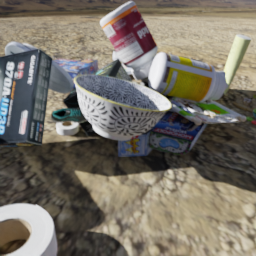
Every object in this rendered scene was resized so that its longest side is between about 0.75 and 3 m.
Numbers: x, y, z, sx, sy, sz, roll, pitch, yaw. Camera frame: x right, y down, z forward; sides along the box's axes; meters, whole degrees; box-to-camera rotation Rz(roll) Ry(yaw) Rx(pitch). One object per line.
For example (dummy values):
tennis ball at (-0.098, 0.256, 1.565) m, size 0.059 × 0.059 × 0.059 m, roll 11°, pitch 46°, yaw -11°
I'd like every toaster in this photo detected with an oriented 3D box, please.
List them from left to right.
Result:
toaster at (1.127, -1.337, 11.133) m, size 0.866 × 1.319 × 1.459 m, roll -19°, pitch 42°, yaw -30°

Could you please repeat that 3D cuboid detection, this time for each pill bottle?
pill bottle at (0.207, -3.204, 10.574) m, size 1.475 × 2.584 × 1.475 m, roll -29°, pitch 18°, yaw 10°
pill bottle at (2.077, -1.696, 9.827) m, size 2.509 × 1.371 × 1.371 m, roll 11°, pitch 25°, yaw -13°

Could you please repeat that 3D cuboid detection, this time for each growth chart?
growth chart at (2.519, -0.616, 9.489) m, size 2.970 × 0.263 × 2.149 m, roll -3°, pitch 28°, yaw -38°

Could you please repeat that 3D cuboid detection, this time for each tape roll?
tape roll at (-2.211, 2.227, 5.269) m, size 1.700 × 0.595 × 1.700 m, roll 0°, pitch 27°, yaw 0°
tape roll at (-2.139, -0.025, 9.897) m, size 0.772 × 0.270 × 0.772 m, roll 2°, pitch 29°, yaw -1°

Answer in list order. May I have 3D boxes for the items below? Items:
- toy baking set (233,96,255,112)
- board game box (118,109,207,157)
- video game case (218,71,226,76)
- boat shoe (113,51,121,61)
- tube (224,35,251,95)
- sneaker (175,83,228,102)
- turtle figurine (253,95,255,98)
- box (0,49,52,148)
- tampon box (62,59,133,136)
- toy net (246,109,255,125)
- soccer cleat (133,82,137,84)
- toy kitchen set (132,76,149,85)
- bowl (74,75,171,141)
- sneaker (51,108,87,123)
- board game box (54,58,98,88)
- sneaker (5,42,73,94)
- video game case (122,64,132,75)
toy baking set at (5.107, -1.011, 11.981) m, size 1.152 × 0.175 × 1.501 m, roll -15°, pitch 31°, yaw -32°
board game box at (0.917, 0.175, 8.959) m, size 2.626 × 0.810 × 2.625 m, roll 15°, pitch 31°, yaw 25°
video game case at (2.952, -2.079, 12.677) m, size 2.160 × 0.247 × 1.966 m, roll -4°, pitch -9°, yaw -10°
boat shoe at (-0.084, -4.767, 18.620) m, size 1.978 × 0.647 × 0.728 m, roll 5°, pitch 28°, yaw 10°
tube at (4.786, -2.869, 12.834) m, size 0.679 × 2.615 × 0.759 m, roll 35°, pitch 40°, yaw 31°
sneaker at (2.969, -1.549, 11.646) m, size 2.653 × 1.014 × 1.068 m, roll -18°, pitch 5°, yaw -33°
turtle figurine at (6.089, -1.480, 12.738) m, size 0.661 × 0.264 × 0.820 m, roll -15°, pitch 31°, yaw -27°
box at (-3.545, -0.833, 8.564) m, size 2.263 × 2.848 × 0.655 m, roll -3°, pitch -15°, yaw 24°
tampon box at (-0.884, -1.160, 10.096) m, size 1.795 × 1.512 × 2.395 m, roll -25°, pitch 22°, yaw 20°
toy net at (5.183, -0.238, 10.309) m, size 0.843 × 0.311 × 1.608 m, roll -15°, pitch 31°, yaw -27°
soccer cleat at (0.158, -1.863, 12.943) m, size 0.832 × 0.673 × 1.927 m, roll -20°, pitch 35°, yaw 8°
toy kitchen set at (1.050, -2.542, 13.382) m, size 1.321 × 1.461 × 1.620 m, roll -28°, pitch 40°, yaw -36°
bowl at (-0.284, -0.456, 7.650) m, size 2.644 × 1.241 × 2.644 m, roll 15°, pitch 21°, yaw -6°
sneaker at (-1.765, -0.400, 8.607) m, size 1.271 × 0.493 × 0.580 m, roll -9°, pitch -9°, yaw -5°
board game box at (-2.998, -3.084, 15.168) m, size 2.787 × 0.859 × 2.785 m, roll 14°, pitch 30°, yaw 25°
sneaker at (-2.981, -2.246, 9.970) m, size 2.703 × 0.987 × 0.957 m, roll 36°, pitch 32°, yaw 1°
video game case at (0.132, -3.252, 15.161) m, size 2.631 × 0.237 × 1.884 m, roll -3°, pitch 27°, yaw 33°
